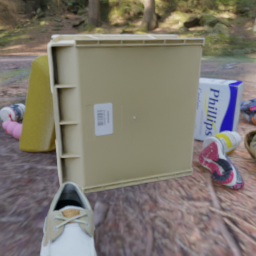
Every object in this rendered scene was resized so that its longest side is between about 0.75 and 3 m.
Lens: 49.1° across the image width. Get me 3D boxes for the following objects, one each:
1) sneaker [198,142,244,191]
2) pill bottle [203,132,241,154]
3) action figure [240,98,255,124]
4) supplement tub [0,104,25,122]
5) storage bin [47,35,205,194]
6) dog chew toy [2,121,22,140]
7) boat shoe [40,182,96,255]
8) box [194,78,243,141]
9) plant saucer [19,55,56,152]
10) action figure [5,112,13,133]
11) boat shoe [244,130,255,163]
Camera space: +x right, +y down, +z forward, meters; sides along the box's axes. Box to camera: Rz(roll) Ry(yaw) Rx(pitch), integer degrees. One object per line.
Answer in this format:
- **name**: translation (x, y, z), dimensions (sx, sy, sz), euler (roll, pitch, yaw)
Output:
- **sneaker**: translation (1.980, 0.827, 6.079), dimensions (0.541, 0.584, 1.450), euler (34, 21, -19)
- **pill bottle**: translation (2.491, 0.412, 7.335), dimensions (1.036, 0.576, 0.576), euler (-13, 22, -36)
- **action figure**: translation (4.976, -0.675, 9.986), dimensions (2.123, 1.111, 2.054), euler (-12, 16, 31)
- **supplement tub**: translation (-4.156, -0.531, 10.196), dimensions (0.588, 0.588, 0.838), euler (5, 19, 16)
- **storage bin**: translation (-0.080, -0.388, 5.952), dimensions (2.959, 2.981, 1.397), euler (-6, 21, -18)
- **dog chew toy**: translation (-3.404, 0.035, 8.403), dimensions (0.751, 0.468, 0.468), euler (27, 19, -1)
- **boat shoe**: translation (-0.815, 1.392, 3.747), dimensions (0.748, 0.684, 2.001), euler (2, 13, -19)
- **box**: translation (2.324, -0.572, 8.453), dimensions (1.887, 1.736, 0.990), euler (10, 18, 28)
- **plant saucer**: translation (-1.277, -0.572, 7.563), dimensions (2.903, 2.904, 0.703), euler (-19, 54, -44)
- **action figure**: translation (-3.351, -0.235, 9.170), dimensions (0.476, 0.722, 1.459), euler (16, 26, 33)
- **boat shoe**: translation (2.971, 0.508, 5.989), dimensions (0.825, 0.805, 2.180), euler (-41, 0, 8)
